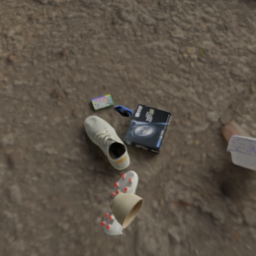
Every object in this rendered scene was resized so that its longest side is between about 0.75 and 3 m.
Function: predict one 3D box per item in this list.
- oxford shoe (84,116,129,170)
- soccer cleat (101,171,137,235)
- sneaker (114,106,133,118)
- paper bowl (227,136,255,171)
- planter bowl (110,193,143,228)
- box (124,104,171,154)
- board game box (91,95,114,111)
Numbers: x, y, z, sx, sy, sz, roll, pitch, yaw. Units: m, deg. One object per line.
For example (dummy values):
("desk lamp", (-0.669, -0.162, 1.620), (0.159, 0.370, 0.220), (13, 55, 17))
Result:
("oxford shoe", (-0.911, 0.477, 11.934), (1.102, 0.846, 2.930), (-31, 62, -13))
("soccer cleat", (-0.177, 2.578, 9.634), (0.771, 0.863, 2.226), (15, 78, 49))
("sneaker", (-0.245, -0.655, 11.352), (0.881, 0.309, 0.343), (18, 44, 28))
("paper bowl", (4.914, 1.076, 10.873), (2.099, 2.099, 1.092), (18, 88, 10))
("planter bowl", (-0.111, 2.362, 8.363), (0.672, 0.998, 0.998), (30, 64, 24))
("box", (0.891, 0.012, 12.427), (1.608, 0.437, 2.007), (18, 61, 10))
("board game box", (-1.219, -1.203, 13.319), (0.926, 0.135, 0.623), (-17, 62, -10))
